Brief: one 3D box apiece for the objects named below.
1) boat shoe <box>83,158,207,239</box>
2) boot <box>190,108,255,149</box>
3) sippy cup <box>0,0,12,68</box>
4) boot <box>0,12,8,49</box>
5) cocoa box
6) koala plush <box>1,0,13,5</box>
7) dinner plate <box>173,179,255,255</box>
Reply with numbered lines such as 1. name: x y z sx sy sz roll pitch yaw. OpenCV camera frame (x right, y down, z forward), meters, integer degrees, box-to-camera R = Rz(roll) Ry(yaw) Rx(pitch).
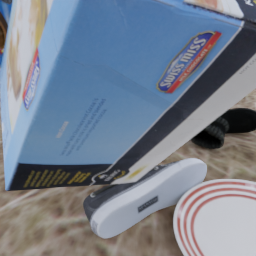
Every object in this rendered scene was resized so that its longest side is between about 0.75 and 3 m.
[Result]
1. boat shoe: 0.318 1.044 4.953 2.389 0.835 0.791 -24 38 -24
2. boot: 2.380 0.012 6.842 1.720 0.647 1.286 -1 20 20
3. sippy cup: -3.035 -2.285 6.438 2.248 1.648 1.765 -20 23 -17
4. boot: -2.139 -1.490 3.601 0.908 0.886 2.408 -43 9 -15
5. cocoa box: -0.237 -0.691 2.978 1.827 2.784 1.857 2 59 -30
6. koala plush: -1.178 -2.595 5.111 1.659 1.871 1.719 -22 37 24
7. dinner plate: 1.897 1.649 4.300 2.401 0.291 2.401 -1 29 0
